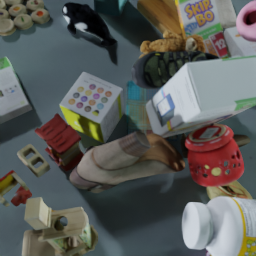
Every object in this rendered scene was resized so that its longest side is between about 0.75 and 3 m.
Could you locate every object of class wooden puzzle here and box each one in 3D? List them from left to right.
[{"bbox_3d":[-1.847,3.057,6.680,1.534,0.266,2.274,-2,61,7],"label":"wooden puzzle"}]

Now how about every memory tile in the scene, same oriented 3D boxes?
[{"bbox_3d":[-4.332,-4.736,10.794,2.051,0.225,2.675,-23,65,-11],"label":"memory tile"}]

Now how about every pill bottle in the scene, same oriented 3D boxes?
[{"bbox_3d":[2.532,2.219,6.088,2.537,1.322,1.322,8,62,-8],"label":"pill bottle"}]

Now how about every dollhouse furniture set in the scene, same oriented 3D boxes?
[{"bbox_3d":[-2.321,0.903,7.158,0.975,1.290,2.396,41,65,18],"label":"dollhouse furniture set"},{"bbox_3d":[-1.243,2.455,5.563,1.006,1.810,1.601,-10,50,1],"label":"dollhouse furniture set"}]

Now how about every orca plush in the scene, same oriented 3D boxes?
[{"bbox_3d":[-1.501,-3.872,9.960,1.329,0.898,2.525,-28,66,-14],"label":"orca plush"}]

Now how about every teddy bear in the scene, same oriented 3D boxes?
[{"bbox_3d":[1.384,-2.507,9.025,2.149,0.717,1.558,14,63,22],"label":"teddy bear"}]

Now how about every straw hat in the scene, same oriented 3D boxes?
[{"bbox_3d":[2.393,1.622,7.244,1.434,1.434,0.607,36,110,17],"label":"straw hat"}]

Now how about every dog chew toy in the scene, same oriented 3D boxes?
[{"bbox_3d":[3.812,-2.883,7.873,1.747,1.088,1.088,-1,54,-44],"label":"dog chew toy"}]

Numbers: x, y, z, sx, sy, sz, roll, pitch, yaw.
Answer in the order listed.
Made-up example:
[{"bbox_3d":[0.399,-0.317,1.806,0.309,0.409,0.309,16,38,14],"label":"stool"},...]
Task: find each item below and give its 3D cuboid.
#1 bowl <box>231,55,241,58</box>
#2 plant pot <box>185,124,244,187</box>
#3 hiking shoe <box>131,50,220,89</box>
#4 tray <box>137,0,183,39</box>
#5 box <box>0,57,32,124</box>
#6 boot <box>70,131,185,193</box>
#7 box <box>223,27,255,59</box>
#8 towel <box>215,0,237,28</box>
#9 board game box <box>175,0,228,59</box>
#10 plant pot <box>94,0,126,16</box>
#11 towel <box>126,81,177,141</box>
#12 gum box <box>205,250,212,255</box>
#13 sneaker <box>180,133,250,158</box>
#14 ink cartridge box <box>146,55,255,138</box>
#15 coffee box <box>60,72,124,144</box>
[{"bbox_3d":[3.318,-1.921,9.015,0.842,0.842,0.378,-48,108,-21],"label":"bowl"},{"bbox_3d":[2.044,0.611,6.850,1.283,1.283,1.168,-27,108,-13],"label":"plant pot"},{"bbox_3d":[1.379,-1.686,7.473,2.680,1.349,1.015,-17,98,-28],"label":"hiking shoe"},{"bbox_3d":[1.495,-4.126,10.368,1.158,0.435,2.348,-32,66,-16],"label":"tray"},{"bbox_3d":[-4.183,-1.135,8.843,1.575,0.397,2.182,-26,67,-13],"label":"box"},{"bbox_3d":[0.001,1.011,7.168,2.067,2.828,0.993,-36,52,22],"label":"boot"},{"bbox_3d":[3.976,-2.678,9.410,1.103,0.770,1.449,-17,64,-8],"label":"box"},{"bbox_3d":[3.427,-4.435,10.598,1.132,0.295,1.709,-5,63,-2],"label":"towel"},{"bbox_3d":[2.472,-3.568,9.606,1.302,0.409,2.725,-11,82,-5],"label":"board game box"},{"bbox_3d":[-0.666,-5.137,10.293,1.050,1.485,1.049,14,64,6],"label":"plant pot"},{"bbox_3d":[0.708,-0.592,8.644,1.547,0.229,2.109,0,63,1],"label":"towel"},{"bbox_3d":[2.139,3.175,6.607,0.616,0.359,1.085,25,65,12],"label":"gum box"},{"bbox_3d":[2.430,0.313,7.857,1.925,0.678,0.727,-11,75,-4],"label":"sneaker"},{"bbox_3d":[1.816,-0.665,7.104,1.898,2.611,1.143,-11,80,-19],"label":"ink cartridge box"},{"bbox_3d":[-0.971,-0.546,8.016,1.277,1.279,1.265,25,66,13],"label":"coffee box"}]
